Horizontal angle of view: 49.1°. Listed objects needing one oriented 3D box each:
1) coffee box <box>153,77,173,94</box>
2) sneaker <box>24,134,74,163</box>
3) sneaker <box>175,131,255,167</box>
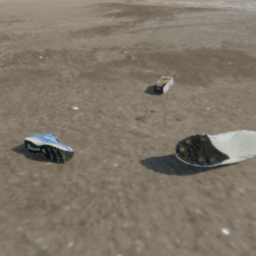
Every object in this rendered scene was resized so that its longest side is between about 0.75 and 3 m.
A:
[{"bbox_3d":[1.675,-2.046,13.335,0.534,0.377,0.944,13,45,33],"label":"coffee box"},{"bbox_3d":[-2.518,0.537,9.262,1.879,0.738,0.838,17,39,25],"label":"sneaker"},{"bbox_3d":[2.797,0.695,8.802,2.940,1.066,1.057,-5,72,-15],"label":"sneaker"}]
